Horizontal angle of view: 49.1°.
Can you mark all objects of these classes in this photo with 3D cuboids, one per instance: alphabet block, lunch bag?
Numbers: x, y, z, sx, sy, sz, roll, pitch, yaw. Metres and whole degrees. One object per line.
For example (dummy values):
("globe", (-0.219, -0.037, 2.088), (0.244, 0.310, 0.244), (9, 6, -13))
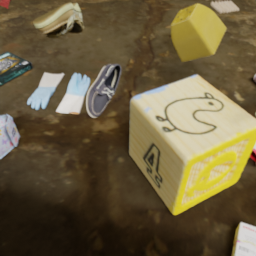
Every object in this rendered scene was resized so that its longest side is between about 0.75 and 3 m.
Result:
("alphabet block", (1.599, 0.399, 7.668), (2.400, 2.413, 2.458), (-23, 48, -20))
("lunch bag", (-3.998, 0.269, 8.816), (0.741, 0.989, 1.166), (20, 46, 23))

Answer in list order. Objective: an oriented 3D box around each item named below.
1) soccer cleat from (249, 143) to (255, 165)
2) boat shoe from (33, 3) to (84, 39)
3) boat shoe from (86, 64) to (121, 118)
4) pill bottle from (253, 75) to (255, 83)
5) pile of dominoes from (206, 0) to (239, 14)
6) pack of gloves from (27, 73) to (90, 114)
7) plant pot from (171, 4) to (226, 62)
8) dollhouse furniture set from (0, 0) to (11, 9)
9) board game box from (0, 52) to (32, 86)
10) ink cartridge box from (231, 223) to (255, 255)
("soccer cleat", (4.442, 1.006, 8.270), (1.020, 0.890, 2.668), (-45, 59, -12))
("boat shoe", (-1.839, -2.989, 8.075), (0.998, 0.860, 2.735), (-21, 23, 11))
("boat shoe", (-0.565, -0.943, 6.790), (0.473, 0.548, 1.509), (-9, 54, 48))
("pill bottle", (5.554, -1.843, 11.377), (0.506, 0.506, 0.901), (-10, 45, -10))
("pile of dominoes", (3.170, -4.824, 10.429), (2.161, 0.344, 1.685), (-30, 81, -44))
("pack of gloves", (-2.731, -1.601, 11.136), (2.117, 0.497, 2.519), (5, 44, 3))
("plant pot", (2.103, -3.105, 8.918), (1.279, 1.309, 1.271), (0, 53, 49))
("dollhouse furniture set", (-3.540, -3.583, 7.505), (0.765, 0.311, 0.411), (19, 45, -24))
("board game box", (-5.690, -2.418, 12.079), (1.713, 0.357, 2.532), (28, 51, 26))
("ink cartridge box", (2.866, 2.831, 6.567), (0.704, 0.412, 0.974), (17, 48, 17))
